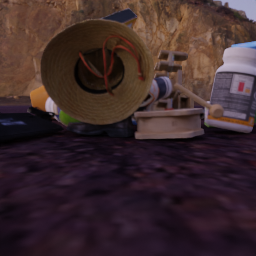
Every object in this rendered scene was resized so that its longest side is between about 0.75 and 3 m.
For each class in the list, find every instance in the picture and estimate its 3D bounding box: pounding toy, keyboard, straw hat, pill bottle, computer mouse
[{"bbox_3d":[0.989,-0.348,5.808,1.881,1.079,1.076,-2,5,19],"label":"pounding toy"},{"bbox_3d":[-2.620,-0.053,5.838,1.543,0.330,2.569,20,9,14],"label":"keyboard"},{"bbox_3d":[-0.546,-1.215,5.712,2.241,2.241,0.948,1,35,5],"label":"straw hat"},{"bbox_3d":[-1.908,-0.695,9.445,1.875,1.122,1.122,4,7,41],"label":"pill bottle"},{"bbox_3d":[-0.648,-0.650,7.309,2.208,1.025,1.704,-1,23,-24],"label":"pounding toy"},{"bbox_3d":[2.617,-0.893,6.813,1.105,1.898,1.105,11,4,-1],"label":"pill bottle"},{"bbox_3d":[-2.297,-0.184,7.374,0.678,0.258,0.980,15,-27,-11],"label":"computer mouse"}]

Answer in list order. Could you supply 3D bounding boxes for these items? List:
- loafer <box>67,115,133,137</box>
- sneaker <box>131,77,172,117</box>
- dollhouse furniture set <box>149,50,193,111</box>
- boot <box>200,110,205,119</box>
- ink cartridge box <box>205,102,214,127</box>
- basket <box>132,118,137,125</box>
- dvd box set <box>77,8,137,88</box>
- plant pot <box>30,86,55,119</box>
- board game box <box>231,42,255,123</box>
[{"bbox_3d":[-0.623,-0.105,6.235,1.514,0.547,0.551,2,4,8],"label":"loafer"},{"bbox_3d":[0.254,-0.671,6.276,0.636,0.629,1.603,-12,-13,-31],"label":"sneaker"},{"bbox_3d":[1.425,-0.887,8.162,1.391,1.836,2.095,5,-16,-3],"label":"dollhouse furniture set"},{"bbox_3d":[3.230,-0.614,11.891,1.250,0.499,1.374,-13,-5,15],"label":"boot"},{"bbox_3d":[2.702,-0.789,8.602,0.554,1.462,1.080,0,5,9],"label":"ink cartridge box"},{"bbox_3d":[0.096,-0.842,8.941,1.154,1.463,1.659,18,-17,-34],"label":"basket"},{"bbox_3d":[-0.779,-1.690,6.765,1.635,0.329,2.235,-39,-9,-34],"label":"dvd box set"},{"bbox_3d":[-2.909,-1.112,11.300,1.708,1.865,1.865,-15,8,-7],"label":"plant pot"},{"bbox_3d":[3.820,-1.304,8.076,1.786,2.334,0.471,-12,28,-8],"label":"board game box"}]
